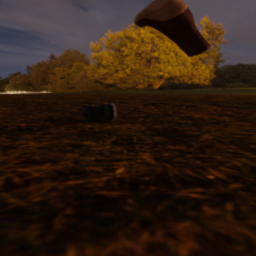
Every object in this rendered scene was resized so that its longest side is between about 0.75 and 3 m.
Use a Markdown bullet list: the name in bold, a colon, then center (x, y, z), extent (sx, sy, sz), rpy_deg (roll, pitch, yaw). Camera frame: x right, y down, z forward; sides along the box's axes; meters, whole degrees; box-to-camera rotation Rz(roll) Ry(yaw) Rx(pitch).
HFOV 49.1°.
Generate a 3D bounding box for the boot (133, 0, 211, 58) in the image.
- **boot**: center (1.294, -3.039, 8.912), extent (0.918, 2.110, 2.537), rpy_deg (-45, 17, -10)

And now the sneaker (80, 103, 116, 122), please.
- **sneaker**: center (-1.384, -0.682, 12.719), extent (1.269, 0.847, 2.216), rpy_deg (-7, 8, -29)
